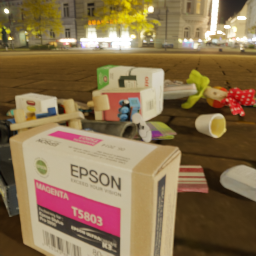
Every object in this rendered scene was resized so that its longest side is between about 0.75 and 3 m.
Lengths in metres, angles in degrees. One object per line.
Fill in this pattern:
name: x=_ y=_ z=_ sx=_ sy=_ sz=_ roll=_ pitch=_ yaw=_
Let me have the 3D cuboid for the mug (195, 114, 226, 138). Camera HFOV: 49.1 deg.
mug: x=2.730 y=-0.038 z=9.405 sx=0.768 sy=0.959 sz=0.787 roll=-46 pitch=29 yaw=-20

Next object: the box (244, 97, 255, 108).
box: x=6.176 y=-1.194 z=13.131 sx=1.461 sy=0.323 sz=1.170 roll=5 pitch=19 yaw=15

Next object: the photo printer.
photo printer: x=2.588 y=1.161 z=6.097 sx=0.835 sy=0.348 sz=1.004 roll=-16 pitch=24 yaw=-36

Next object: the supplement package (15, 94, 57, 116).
supplement package: x=-3.680 y=-0.851 z=11.272 sx=1.501 sy=0.854 sz=0.822 roll=10 pitch=21 yaw=30

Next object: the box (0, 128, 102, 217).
box: x=-1.601 y=0.803 z=6.571 sx=2.808 sy=0.716 sz=2.214 roll=-12 pitch=23 yaw=-30

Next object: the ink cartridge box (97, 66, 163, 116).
ink cartridge box: x=0.075 y=-1.562 z=11.770 sx=2.594 sy=1.902 sz=1.077 roll=9 pitch=21 yaw=27

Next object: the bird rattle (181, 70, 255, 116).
bird rattle: x=3.999 y=-1.464 z=12.305 sx=2.995 sy=1.687 sz=2.442 roll=12 pitch=6 yaw=24

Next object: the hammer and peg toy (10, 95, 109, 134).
hammer and peg toy: x=-1.674 y=-0.222 z=7.427 sx=2.386 sy=0.841 sz=1.755 roll=-11 pitch=2 yaw=-7

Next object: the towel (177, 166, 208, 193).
towel: x=1.340 y=1.160 z=6.472 sx=0.845 sy=0.133 sz=1.173 roll=0 pitch=17 yaw=8

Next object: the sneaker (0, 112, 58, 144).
sneaker: x=-3.187 y=0.089 z=8.341 sx=2.363 sy=0.907 sz=1.314 roll=-5 pitch=13 yaw=-2

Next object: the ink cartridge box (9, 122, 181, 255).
ink cartridge box: x=-0.518 y=1.063 z=3.986 sx=2.287 sy=1.884 sz=0.859 roll=10 pitch=21 yaw=29

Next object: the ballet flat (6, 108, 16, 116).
ballet flat: x=-4.670 y=-0.726 z=11.797 sx=0.398 sy=0.358 sz=1.056 roll=-9 pitch=14 yaw=30

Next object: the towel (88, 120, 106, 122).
towel: x=-1.298 y=-0.093 z=10.113 sx=0.921 sy=0.159 sz=0.887 roll=3 pitch=16 yaw=5

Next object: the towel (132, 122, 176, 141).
towel: x=0.368 y=0.119 z=9.387 sx=2.083 sy=0.237 sz=1.496 roll=-5 pitch=19 yaw=-15

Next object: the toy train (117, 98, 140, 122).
toy train: x=0.013 y=-0.483 z=9.086 sx=0.657 sy=1.150 sz=0.499 roll=-3 pitch=51 yaw=-12

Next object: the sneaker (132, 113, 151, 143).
sneaker: x=0.413 y=0.051 z=8.769 sx=0.372 sy=0.990 sz=0.569 roll=-25 pitch=-16 yaw=-10

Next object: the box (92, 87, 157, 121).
box: x=-0.110 y=-0.909 z=10.596 sx=2.061 sy=1.123 sz=1.318 roll=3 pitch=15 yaw=29

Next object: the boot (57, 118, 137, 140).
boot: x=-1.045 y=0.198 z=8.261 sx=2.103 sy=0.763 sz=1.912 roll=14 pitch=32 yaw=27

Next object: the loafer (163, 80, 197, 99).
loafer: x=1.489 y=-1.719 z=12.263 sx=2.924 sy=0.919 sz=1.051 roll=-7 pitch=-9 yaw=25

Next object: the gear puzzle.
gear puzzle: x=-2.624 y=-0.944 z=11.991 sx=2.907 sy=0.381 sz=1.506 roll=14 pitch=10 yaw=26
